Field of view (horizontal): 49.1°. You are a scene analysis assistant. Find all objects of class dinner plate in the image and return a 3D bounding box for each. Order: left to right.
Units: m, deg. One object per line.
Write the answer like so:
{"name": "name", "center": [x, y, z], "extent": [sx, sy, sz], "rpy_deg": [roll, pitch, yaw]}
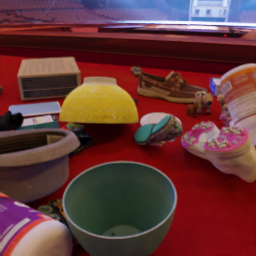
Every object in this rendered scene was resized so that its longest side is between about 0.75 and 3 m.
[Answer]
{"name": "dinner plate", "center": [1.043, -0.210, 8.912], "extent": [1.297, 0.157, 1.297], "rpy_deg": [2, 31, -1]}

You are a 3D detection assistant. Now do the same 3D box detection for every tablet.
{"name": "tablet", "center": [-3.334, -0.647, 10.027], "extent": [1.755, 0.120, 1.142], "rpy_deg": [-8, 25, -17]}

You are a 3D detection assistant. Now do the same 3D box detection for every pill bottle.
{"name": "pill bottle", "center": [-1.889, 1.622, 4.128], "extent": [2.001, 1.125, 1.125], "rpy_deg": [15, 29, 28]}
{"name": "pill bottle", "center": [3.249, -0.538, 7.341], "extent": [1.131, 2.016, 1.131], "rpy_deg": [-13, -17, -4]}

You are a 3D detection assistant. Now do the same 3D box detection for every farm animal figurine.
{"name": "farm animal figurine", "center": [2.953, -0.800, 9.504], "extent": [1.751, 0.881, 1.414], "rpy_deg": [15, 29, 29]}

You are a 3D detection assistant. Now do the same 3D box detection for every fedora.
{"name": "fedora", "center": [-2.235, 0.776, 5.581], "extent": [2.576, 1.163, 2.278], "rpy_deg": [-7, 13, -14]}

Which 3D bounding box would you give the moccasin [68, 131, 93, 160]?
{"name": "moccasin", "center": [-1.584, 0.441, 7.083], "extent": [0.604, 0.713, 1.772], "rpy_deg": [9, 27, 31]}

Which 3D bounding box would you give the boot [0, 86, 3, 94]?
{"name": "boot", "center": [-5.961, -1.353, 11.237], "extent": [1.400, 0.483, 1.503], "rpy_deg": [0, 30, 4]}

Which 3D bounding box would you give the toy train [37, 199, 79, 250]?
{"name": "toy train", "center": [-1.152, 1.663, 4.870], "extent": [0.640, 0.479, 1.123], "rpy_deg": [-9, 25, -39]}

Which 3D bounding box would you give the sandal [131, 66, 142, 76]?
{"name": "sandal", "center": [0.458, -3.071, 14.850], "extent": [0.586, 0.391, 1.433], "rpy_deg": [-1, 25, -2]}

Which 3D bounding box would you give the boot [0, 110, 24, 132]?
{"name": "boot", "center": [-3.835, -0.014, 7.795], "extent": [1.304, 0.593, 1.553], "rpy_deg": [-12, 13, 25]}

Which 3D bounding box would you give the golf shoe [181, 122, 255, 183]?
{"name": "golf shoe", "center": [2.124, 0.568, 6.741], "extent": [1.013, 1.231, 2.690], "rpy_deg": [-38, 10, -3]}

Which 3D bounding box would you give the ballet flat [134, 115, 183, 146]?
{"name": "ballet flat", "center": [0.791, 0.195, 7.341], "extent": [0.708, 0.708, 1.968], "rpy_deg": [-12, -6, -24]}

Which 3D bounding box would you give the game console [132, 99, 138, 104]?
{"name": "game console", "center": [-0.569, -1.198, 11.093], "extent": [2.027, 0.244, 1.195], "rpy_deg": [12, 28, 22]}

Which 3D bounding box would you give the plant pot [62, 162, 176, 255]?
{"name": "plant pot", "center": [-0.104, 1.466, 4.415], "extent": [1.676, 1.129, 1.676], "rpy_deg": [-2, 27, 1]}

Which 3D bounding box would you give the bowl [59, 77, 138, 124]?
{"name": "bowl", "center": [-0.834, -0.821, 8.287], "extent": [2.349, 1.264, 2.349], "rpy_deg": [2, 5, 0]}

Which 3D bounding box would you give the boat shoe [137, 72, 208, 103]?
{"name": "boat shoe", "center": [1.752, -1.714, 11.215], "extent": [2.941, 1.058, 1.061], "rpy_deg": [13, 28, 26]}

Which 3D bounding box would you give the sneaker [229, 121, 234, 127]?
{"name": "sneaker", "center": [3.583, -0.012, 7.984], "extent": [0.513, 0.603, 1.362], "rpy_deg": [6, 19, -43]}

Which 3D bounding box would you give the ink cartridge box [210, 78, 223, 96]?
{"name": "ink cartridge box", "center": [4.799, -1.756, 11.930], "extent": [2.368, 0.524, 1.113], "rpy_deg": [2, 26, 3]}

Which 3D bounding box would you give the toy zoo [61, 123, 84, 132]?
{"name": "toy zoo", "center": [-1.793, 0.080, 8.585], "extent": [0.548, 0.086, 0.836], "rpy_deg": [10, 27, 20]}

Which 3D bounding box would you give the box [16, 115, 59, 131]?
{"name": "box", "center": [-2.820, -0.085, 8.671], "extent": [1.247, 0.307, 0.513], "rpy_deg": [-11, 27, -21]}

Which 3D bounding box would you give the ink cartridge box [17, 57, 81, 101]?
{"name": "ink cartridge box", "center": [-3.410, -2.228, 12.237], "extent": [2.419, 1.103, 2.937], "rpy_deg": [-5, 26, -14]}
